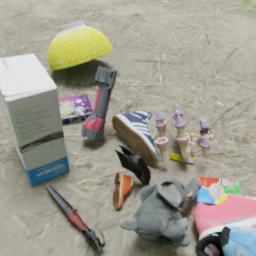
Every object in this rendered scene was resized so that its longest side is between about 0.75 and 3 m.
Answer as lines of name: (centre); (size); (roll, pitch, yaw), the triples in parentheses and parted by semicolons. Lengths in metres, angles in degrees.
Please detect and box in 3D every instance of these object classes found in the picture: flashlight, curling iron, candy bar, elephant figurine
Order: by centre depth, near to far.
elephant figurine: (0.884, 1.739, 6.670); (1.368, 1.501, 1.934); (-8, 47, 27)
curling iron: (-1.355, 2.119, 6.962); (0.316, 0.613, 2.471); (-25, 42, -33)
candy bar: (1.636, 0.941, 8.656); (0.923, 0.230, 0.102); (11, 13, 13)
flashlight: (-0.940, -0.775, 8.920); (0.771, 2.277, 0.774); (11, 12, -8)

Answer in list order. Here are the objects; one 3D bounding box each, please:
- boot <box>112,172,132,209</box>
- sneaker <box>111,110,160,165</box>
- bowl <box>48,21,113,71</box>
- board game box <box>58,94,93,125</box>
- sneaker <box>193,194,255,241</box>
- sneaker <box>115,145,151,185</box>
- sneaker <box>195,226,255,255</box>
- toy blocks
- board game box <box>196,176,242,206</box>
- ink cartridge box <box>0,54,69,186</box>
boot: (-0.120, 1.721, 7.556); (0.521, 0.364, 0.971); (23, 59, -28)
sneaker: (0.554, 0.199, 9.100); (1.211, 0.783, 2.233); (-18, 49, -34)
bowl: (-2.292, -3.752, 12.340); (2.955, 1.590, 2.955); (-15, 20, 6)
board game box: (-2.529, -0.623, 10.440); (2.306, 0.372, 1.384); (-10, 37, -12)
sneaker: (2.956, 2.016, 6.616); (2.967, 1.094, 1.287); (-8, 42, -8)
sneaker: (0.140, 1.037, 7.710); (0.700, 1.342, 0.403); (11, 51, 34)
sneaker: (1.795, 2.321, 5.174); (1.164, 2.589, 1.015); (17, 53, 9)
toy blocks: (1.651, -0.086, 8.428); (1.749, 1.473, 1.635); (-10, 23, 9)
board game box: (2.448, 1.790, 7.633); (1.187, 0.239, 0.909); (5, 41, 6)
ink cartridge box: (-2.710, -0.244, 7.870); (1.248, 2.960, 2.161); (-18, 44, -24)
